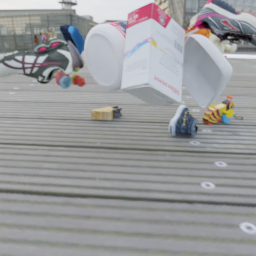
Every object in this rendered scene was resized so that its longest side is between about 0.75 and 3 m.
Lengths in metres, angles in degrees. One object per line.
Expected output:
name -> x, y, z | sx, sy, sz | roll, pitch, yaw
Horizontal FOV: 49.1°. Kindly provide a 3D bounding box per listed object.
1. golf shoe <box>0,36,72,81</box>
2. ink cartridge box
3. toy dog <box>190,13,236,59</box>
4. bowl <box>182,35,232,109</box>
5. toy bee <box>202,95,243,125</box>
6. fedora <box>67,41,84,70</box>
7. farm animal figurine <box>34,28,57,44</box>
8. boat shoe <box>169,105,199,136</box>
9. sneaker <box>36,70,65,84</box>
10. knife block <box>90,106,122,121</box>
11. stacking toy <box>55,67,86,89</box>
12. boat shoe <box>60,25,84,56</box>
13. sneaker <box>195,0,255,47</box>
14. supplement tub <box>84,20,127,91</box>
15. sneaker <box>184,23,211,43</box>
golf shoe -> -3.109, -1.957, 8.981 | 2.708, 1.193, 1.045 | -15, 13, 14
ink cartridge box -> 0.680, -1.776, 7.156 | 0.903, 2.108, 1.556 | -3, -15, 40
toy dog -> 3.452, -3.467, 12.674 | 2.717, 2.802, 1.955 | -21, -21, 17
bowl -> 2.458, -1.837, 8.982 | 0.730, 1.952, 1.955 | -22, 64, -19
toy bee -> 4.140, -0.839, 12.268 | 1.362, 1.131, 2.080 | 15, 25, 39
fedora -> -2.097, -2.568, 10.238 | 0.494, 1.095, 0.968 | -35, 0, -18
farm animal figurine -> -2.967, -3.415, 10.371 | 1.031, 0.537, 1.019 | -8, 3, 25
boat shoe -> 2.382, -0.250, 11.240 | 1.003, 0.781, 2.209 | 8, 28, 21
sneaker -> -3.362, -2.296, 11.299 | 0.837, 0.701, 1.892 | 15, -18, -42
knife block -> -0.961, -0.716, 12.955 | 1.296, 0.415, 1.138 | 4, 19, 11
stacking toy -> -2.144, -2.041, 10.868 | 0.515, 1.104, 1.219 | 34, 33, 30
boat shoe -> -2.283, -3.660, 11.505 | 0.664, 0.814, 1.934 | 18, -18, 7
sneaker -> 2.527, -2.351, 6.744 | 1.979, 0.739, 0.798 | 44, 8, 32
supplement tub -> 0.224, -2.589, 9.447 | 2.952, 2.071, 2.071 | -27, 32, -36
sneaker -> 2.122, -3.172, 10.003 | 0.763, 0.722, 1.979 | 38, -12, -25
